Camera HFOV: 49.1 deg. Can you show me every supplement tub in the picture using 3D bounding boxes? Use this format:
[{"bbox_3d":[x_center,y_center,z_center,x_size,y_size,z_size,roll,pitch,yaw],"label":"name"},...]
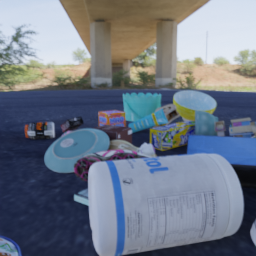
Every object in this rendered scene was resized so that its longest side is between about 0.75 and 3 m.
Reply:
[{"bbox_3d":[-3.878,0.126,12.328,1.185,0.726,0.726,-3,11,-12],"label":"supplement tub"},{"bbox_3d":[0.524,1.229,4.724,2.267,1.496,1.496,-4,12,-15],"label":"supplement tub"}]

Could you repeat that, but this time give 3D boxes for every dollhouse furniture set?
[{"bbox_3d":[3.883,0.349,10.000,1.426,0.986,1.511,-7,13,17],"label":"dollhouse furniture set"}]

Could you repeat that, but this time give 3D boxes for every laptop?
[{"bbox_3d":[2.832,0.553,6.940,2.802,1.734,2.992,2,-20,14],"label":"laptop"}]

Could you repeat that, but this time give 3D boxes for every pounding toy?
[{"bbox_3d":[2.002,-0.409,14.167,1.158,1.162,2.025,-4,37,39],"label":"pounding toy"}]

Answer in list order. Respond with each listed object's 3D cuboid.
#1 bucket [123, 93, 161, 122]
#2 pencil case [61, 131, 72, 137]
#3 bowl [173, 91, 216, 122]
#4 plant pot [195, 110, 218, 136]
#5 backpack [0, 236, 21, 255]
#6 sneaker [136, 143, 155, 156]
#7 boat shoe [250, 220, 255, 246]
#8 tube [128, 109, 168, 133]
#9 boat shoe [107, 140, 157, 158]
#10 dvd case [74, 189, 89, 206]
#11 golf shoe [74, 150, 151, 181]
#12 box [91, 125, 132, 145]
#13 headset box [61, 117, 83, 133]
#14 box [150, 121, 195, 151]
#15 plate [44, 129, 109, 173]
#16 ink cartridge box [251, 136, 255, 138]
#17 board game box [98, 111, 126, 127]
[{"bbox_3d":[0.858,-1.302,17.373,2.461,1.601,2.461,-1,11,0],"label":"bucket"},{"bbox_3d":[-2.113,0.545,10.392,0.670,0.670,1.534,-3,13,-17],"label":"pencil case"},{"bbox_3d":[3.711,-1.043,16.128,2.413,1.299,2.413,4,33,-3],"label":"bowl"},{"bbox_3d":[3.181,-0.031,11.408,0.914,1.364,1.364,1,11,13],"label":"plant pot"},{"bbox_3d":[-2.035,1.671,2.796,1.857,1.502,1.950,5,3,-34],"label":"backpack"},{"bbox_3d":[0.382,0.642,7.666,0.511,0.384,1.025,-19,-7,-11],"label":"sneaker"},{"bbox_3d":[2.704,1.532,4.898,0.732,0.694,2.094,22,18,30],"label":"boat shoe"},{"bbox_3d":[0.927,-0.269,13.263,1.837,0.711,0.463,-21,6,21],"label":"tube"},{"bbox_3d":[-0.103,0.867,8.631,2.012,0.726,0.653,14,18,31],"label":"boat shoe"},{"bbox_3d":[-0.269,1.520,6.588,1.188,0.179,1.627,8,14,36],"label":"dvd case"},{"bbox_3d":[-0.266,0.889,7.330,2.219,0.806,1.022,-1,15,21],"label":"golf shoe"},{"bbox_3d":[-0.607,0.466,9.928,1.173,0.963,0.973,7,13,32],"label":"box"},{"bbox_3d":[-2.712,-0.145,13.454,0.755,0.381,1.016,-16,-9,-40],"label":"headset box"},{"bbox_3d":[1.936,0.268,11.191,2.256,0.791,0.725,-11,17,-34],"label":"box"},{"bbox_3d":[-1.645,0.582,8.827,2.124,0.271,2.124,-10,35,7],"label":"plate"},{"bbox_3d":[4.938,0.637,9.762,1.893,0.637,1.108,-13,17,-40],"label":"ink cartridge box"},{"bbox_3d":[-0.790,-0.279,13.681,0.992,0.992,0.993,-8,13,-30],"label":"board game box"}]
